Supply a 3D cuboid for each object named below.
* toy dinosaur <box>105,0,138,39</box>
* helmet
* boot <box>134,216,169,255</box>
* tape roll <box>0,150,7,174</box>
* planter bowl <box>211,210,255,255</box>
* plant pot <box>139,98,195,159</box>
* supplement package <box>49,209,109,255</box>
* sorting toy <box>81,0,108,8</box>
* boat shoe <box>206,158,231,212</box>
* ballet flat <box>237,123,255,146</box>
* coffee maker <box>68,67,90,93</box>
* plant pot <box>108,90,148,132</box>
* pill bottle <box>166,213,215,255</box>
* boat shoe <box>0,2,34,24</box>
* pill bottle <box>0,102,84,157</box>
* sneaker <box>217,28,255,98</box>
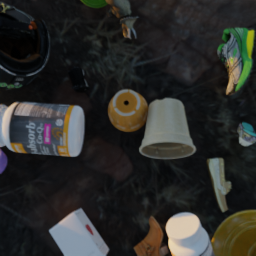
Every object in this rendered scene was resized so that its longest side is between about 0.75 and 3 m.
[{"bbox_3d":[-0.351,-4.362,9.735,0.936,2.433,1.244,-46,53,-9],"label":"toy dinosaur"},{"bbox_3d":[-4.002,-2.577,9.069,2.545,2.669,2.669,3,73,46],"label":"helmet"},{"bbox_3d":[0.614,3.547,8.810,1.001,0.494,1.289,-19,92,-11],"label":"boot"},{"bbox_3d":[-4.577,1.107,9.133,1.091,0.464,1.091,-4,53,5],"label":"tape roll"},{"bbox_3d":[3.920,3.934,8.064,1.205,2.892,2.892,23,75,-37],"label":"planter bowl"},{"bbox_3d":[1.247,0.002,9.083,1.749,1.749,1.601,2,67,0],"label":"plant pot"},{"bbox_3d":[-1.468,3.434,8.546,0.953,0.965,1.591,-37,80,-2],"label":"supplement package"},{"bbox_3d":[-1.669,-5.700,10.589,2.855,1.172,1.715,37,96,-5],"label":"sorting toy"},{"bbox_3d":[2.971,1.807,8.909,0.576,0.642,1.734,-14,92,9],"label":"boat shoe"},{"bbox_3d":[3.816,0.282,8.995,0.607,1.687,0.607,4,103,16],"label":"ballet flat"},{"bbox_3d":[-1.755,-1.698,9.782,0.530,0.755,0.786,-23,78,5],"label":"coffee maker"},{"bbox_3d":[-0.016,-0.659,9.272,1.392,1.275,1.392,0,79,2],"label":"plant pot"},{"bbox_3d":[1.818,3.500,7.996,1.162,1.162,1.997,-24,112,-5],"label":"pill bottle"},{"bbox_3d":[-4.734,-4.127,10.257,2.746,0.827,0.979,15,78,3],"label":"boat shoe"},{"bbox_3d":[-2.923,0.021,8.953,2.843,1.654,1.654,4,78,0],"label":"pill bottle"},{"bbox_3d":[3.692,-2.293,9.881,1.173,1.074,2.753,9,69,9],"label":"sneaker"}]
